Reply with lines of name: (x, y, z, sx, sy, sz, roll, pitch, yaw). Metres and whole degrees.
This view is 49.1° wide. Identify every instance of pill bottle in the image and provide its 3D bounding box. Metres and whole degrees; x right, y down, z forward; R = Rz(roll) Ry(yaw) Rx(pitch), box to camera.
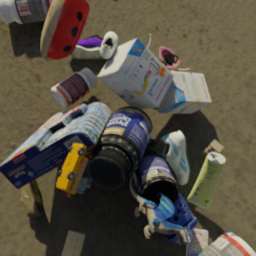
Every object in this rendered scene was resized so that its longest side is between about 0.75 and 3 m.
pill bottle: (-1.985, -1.494, 10.431, 1.588, 0.907, 0.907, -40, 73, -22)
pill bottle: (-4.307, -5.248, 12.115, 2.284, 1.323, 1.323, -11, 68, -5)
pill bottle: (0.764, 1.533, 8.849, 1.179, 1.179, 2.109, -9, 24, -4)
pill bottle: (2.396, 4.415, 7.935, 2.708, 1.569, 1.569, -34, 71, -12)
pill bottle: (-0.219, 0.543, 8.368, 1.451, 1.451, 2.595, 18, 35, 7)

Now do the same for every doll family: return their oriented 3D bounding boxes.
doll family: (-1.739, 1.374, 9.081, 1.101, 0.799, 1.774, 13, 74, -29)

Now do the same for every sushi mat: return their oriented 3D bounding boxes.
sushi mat: (-1.798, 3.949, 8.943, 0.577, 0.073, 1.206, 12, 68, 6)

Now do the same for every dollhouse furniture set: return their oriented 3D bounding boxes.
dollhouse furniture set: (2.371, 0.636, 7.861, 0.338, 0.763, 0.395, 43, 86, 14)

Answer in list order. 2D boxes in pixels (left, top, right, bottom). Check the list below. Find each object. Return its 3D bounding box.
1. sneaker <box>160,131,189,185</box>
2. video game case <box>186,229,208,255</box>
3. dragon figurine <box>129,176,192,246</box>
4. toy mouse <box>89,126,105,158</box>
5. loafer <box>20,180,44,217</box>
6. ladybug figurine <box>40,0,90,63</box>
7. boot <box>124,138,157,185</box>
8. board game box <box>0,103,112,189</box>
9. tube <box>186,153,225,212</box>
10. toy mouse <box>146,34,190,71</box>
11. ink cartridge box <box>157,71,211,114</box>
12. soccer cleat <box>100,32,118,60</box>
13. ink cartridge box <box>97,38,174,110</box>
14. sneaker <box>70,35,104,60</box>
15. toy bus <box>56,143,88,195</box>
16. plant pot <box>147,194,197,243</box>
sneaker: (1.580, 1.070, 9.477, 0.762, 0.722, 1.886, -13, 102, -9)
video game case: (2.219, 3.769, 9.010, 0.683, 0.086, 0.953, 7, 68, 3)
dragon figurine: (0.807, 2.259, 7.520, 1.086, 0.643, 2.185, -5, 44, -32)
toy mouse: (-1.321, 0.361, 10.084, 1.888, 0.365, 1.678, -20, 62, 11)
loafer: (-3.284, 2.204, 9.245, 0.544, 0.614, 1.614, -28, 61, 3)
ladybug figurine: (-2.046, -3.454, 9.326, 1.011, 1.908, 2.811, 21, 92, -5)
boot: (0.089, 1.173, 9.885, 1.921, 0.665, 1.672, -1, 74, 1)
board game box: (-2.066, 0.158, 8.831, 2.986, 2.984, 0.921, -29, 109, 20)
tube: (2.462, 1.749, 8.754, 0.551, 2.122, 0.616, -5, 37, -21)
toy mouse: (1.020, -2.696, 11.471, 2.828, 0.547, 2.513, -7, 68, -3)
ink cartridge box: (1.939, -1.236, 10.151, 1.591, 1.151, 1.171, -1, 72, -31)
soccer cleat: (-0.566, -2.827, 9.175, 0.504, 0.623, 1.444, 18, 50, -8)
ink cartridge box: (0.271, -1.671, 9.183, 1.848, 1.337, 1.360, 38, 71, -27)
sneaker: (-1.618, -3.460, 11.775, 2.030, 0.706, 1.010, 5, 61, -2)
toy bus: (-1.196, 0.889, 6.154, 0.343, 0.412, 1.053, 5, 66, 38)
plant pot: (1.413, 2.893, 8.815, 1.194, 1.194, 1.074, -36, 78, -14)
